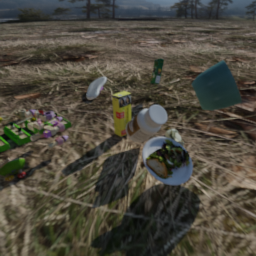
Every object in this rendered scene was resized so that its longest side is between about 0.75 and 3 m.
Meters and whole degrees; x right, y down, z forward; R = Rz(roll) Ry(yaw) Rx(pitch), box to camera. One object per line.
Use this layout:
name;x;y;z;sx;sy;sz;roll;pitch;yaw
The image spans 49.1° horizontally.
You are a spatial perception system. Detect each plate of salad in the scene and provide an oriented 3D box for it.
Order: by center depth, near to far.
plate of salad;0.982;0.739;6.738;1.330;0.319;1.330;11;51;-14

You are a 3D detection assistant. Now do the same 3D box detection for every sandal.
sandal;-1.533;-1.835;13.506;0.780;0.471;1.918;-5;36;24

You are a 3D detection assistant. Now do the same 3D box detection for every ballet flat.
ballet flat;1.542;0.298;9.261;0.467;0.467;1.344;-4;27;-8

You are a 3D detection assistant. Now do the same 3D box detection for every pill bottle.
pill bottle;0.560;-0.130;8.614;0.800;0.800;1.400;-19;-11;-33

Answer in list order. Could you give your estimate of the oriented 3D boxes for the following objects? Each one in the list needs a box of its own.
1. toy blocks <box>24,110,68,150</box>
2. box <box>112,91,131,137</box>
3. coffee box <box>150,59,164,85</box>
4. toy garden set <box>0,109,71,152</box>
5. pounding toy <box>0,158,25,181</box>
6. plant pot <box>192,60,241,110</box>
toy blocks;-2.396;-0.154;8.644;1.140;1.220;1.027;19;36;35
box;-0.201;-0.474;9.610;0.555;1.474;0.369;-22;34;-35
coffee box;1.302;-2.523;12.584;0.246;1.119;0.688;9;5;-14
toy garden set;-3.908;-0.231;10.162;2.789;0.557;2.325;-23;35;-38
pounding toy;-3.115;1.178;7.457;0.757;0.455;0.981;-30;-12;5
plant pot;2.526;-1.125;8.230;1.080;1.346;1.346;-24;23;15
